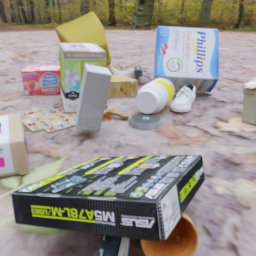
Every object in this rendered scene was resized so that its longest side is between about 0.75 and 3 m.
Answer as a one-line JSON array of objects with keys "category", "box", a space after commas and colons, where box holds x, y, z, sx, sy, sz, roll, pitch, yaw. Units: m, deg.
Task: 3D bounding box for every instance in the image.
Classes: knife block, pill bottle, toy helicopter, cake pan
[{"category": "knife block", "box": [-0.879, -2.093, 13.304, 2.402, 0.769, 2.109, -4, 25, -7]}, {"category": "pill bottle", "box": [1.020, -1.202, 10.745, 1.120, 1.120, 1.991, 10, 22, 21]}, {"category": "toy helicopter", "box": [-0.658, -0.578, 10.238, 1.424, 0.562, 0.942, 17, 24, 16]}, {"category": "cake pan", "box": [0.616, -0.245, 9.821, 1.219, 0.224, 1.219, 0, 24, 0]}]

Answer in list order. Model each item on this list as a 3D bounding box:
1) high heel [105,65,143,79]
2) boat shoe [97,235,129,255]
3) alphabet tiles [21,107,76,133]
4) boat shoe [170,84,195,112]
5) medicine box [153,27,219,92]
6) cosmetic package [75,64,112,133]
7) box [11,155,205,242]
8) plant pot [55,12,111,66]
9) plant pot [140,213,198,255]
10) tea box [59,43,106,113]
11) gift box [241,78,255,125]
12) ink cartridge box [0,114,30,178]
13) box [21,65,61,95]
[{"category": "high heel", "box": [-0.687, -2.940, 15.215, 2.951, 1.054, 2.103, -1, 15, -1]}, {"category": "boat shoe", "box": [-0.377, 2.086, 3.982, 0.558, 0.675, 1.804, 6, 23, 9]}, {"category": "alphabet tiles", "box": [-2.853, -0.338, 10.208, 1.873, 0.071, 2.250, -18, 29, -35]}, {"category": "boat shoe", "box": [2.331, -1.274, 11.450, 0.821, 0.781, 2.280, 13, 27, 27]}, {"category": "medicine box", "box": [2.587, -3.109, 12.809, 2.770, 2.523, 1.426, 3, -16, 4]}, {"category": "cosmetic package", "box": [-1.093, -0.914, 8.570, 0.838, 1.859, 0.993, 11, 23, -16]}, {"category": "box", "box": [-0.160, 1.037, 5.039, 2.551, 0.628, 2.641, -7, 5, 26]}, {"category": "plant pot", "box": [-1.932, -3.945, 13.834, 2.132, 2.118, 2.181, -29, 55, -11]}, {"category": "plant pot", "box": [0.650, 1.714, 4.684, 0.910, 0.910, 0.637, 0, 8, 1]}, {"category": "tea box", "box": [-1.909, -2.121, 11.354, 1.595, 2.348, 2.386, -4, 24, -16]}, {"category": "gift box", "box": [4.769, -1.006, 9.698, 1.706, 1.593, 1.575, 16, 31, 38]}, {"category": "ink cartridge box", "box": [-3.981, 0.517, 7.173, 2.568, 0.964, 2.115, -9, 24, -22]}, {"category": "box", "box": [-3.594, -2.281, 13.252, 2.463, 1.166, 1.264, -1, 24, -2]}]
